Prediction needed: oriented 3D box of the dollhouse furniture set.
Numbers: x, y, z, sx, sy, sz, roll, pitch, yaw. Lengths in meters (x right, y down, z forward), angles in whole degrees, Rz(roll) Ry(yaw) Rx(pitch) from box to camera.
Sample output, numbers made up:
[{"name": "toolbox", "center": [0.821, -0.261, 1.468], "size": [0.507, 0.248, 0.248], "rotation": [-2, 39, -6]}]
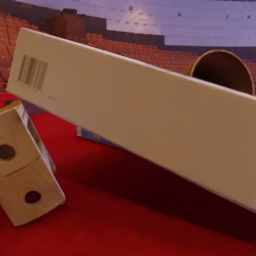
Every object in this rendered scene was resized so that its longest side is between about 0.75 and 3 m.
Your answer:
[{"name": "dollhouse furniture set", "center": [-1.317, 0.434, 2.398], "size": [1.228, 0.861, 0.866], "rotation": [-27, 17, -13]}]

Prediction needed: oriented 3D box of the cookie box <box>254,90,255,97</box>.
[{"name": "cookie box", "center": [4.543, -0.813, 9.402], "size": [1.052, 0.900, 0.395], "rotation": [4, 6, 27]}]

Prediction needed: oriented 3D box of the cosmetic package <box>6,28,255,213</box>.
[{"name": "cosmetic package", "center": [0.534, -0.213, 3.119], "size": [2.912, 0.752, 2.196], "rotation": [24, 11, 26]}]

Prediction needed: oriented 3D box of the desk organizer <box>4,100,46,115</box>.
[{"name": "desk organizer", "center": [-3.723, -0.766, 10.189], "size": [0.511, 0.549, 1.425], "rotation": [6, 11, 33]}]

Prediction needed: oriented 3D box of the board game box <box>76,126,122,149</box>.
[{"name": "board game box", "center": [0.225, -0.025, 5.557], "size": [1.569, 0.523, 2.334], "rotation": [-7, 12, -39]}]

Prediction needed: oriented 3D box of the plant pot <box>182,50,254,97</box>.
[{"name": "plant pot", "center": [1.953, -0.897, 7.686], "size": [1.908, 1.908, 2.048], "rotation": [-3, -2, -21]}]
